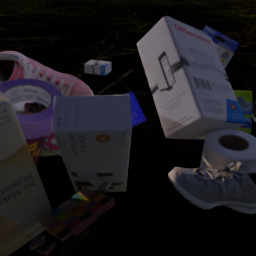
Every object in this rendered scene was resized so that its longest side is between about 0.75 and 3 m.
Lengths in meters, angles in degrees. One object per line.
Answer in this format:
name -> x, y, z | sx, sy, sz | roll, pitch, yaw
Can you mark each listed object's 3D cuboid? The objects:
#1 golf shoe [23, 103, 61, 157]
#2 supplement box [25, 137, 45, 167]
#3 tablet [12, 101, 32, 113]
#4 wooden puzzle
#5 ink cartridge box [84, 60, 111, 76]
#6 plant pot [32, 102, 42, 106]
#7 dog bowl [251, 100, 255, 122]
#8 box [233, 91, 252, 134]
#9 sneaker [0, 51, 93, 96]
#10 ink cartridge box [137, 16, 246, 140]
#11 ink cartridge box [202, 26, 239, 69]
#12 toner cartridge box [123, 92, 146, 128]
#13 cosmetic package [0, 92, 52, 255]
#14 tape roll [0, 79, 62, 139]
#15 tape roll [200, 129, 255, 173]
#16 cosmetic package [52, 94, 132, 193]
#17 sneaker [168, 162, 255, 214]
golf shoe -> -1.944, 0.345, 7.392 | 2.539, 1.169, 0.922 | 33, 18, 28
supplement box -> -2.459, 0.688, 6.025 | 0.632, 1.475, 0.814 | 39, 32, 18
tablet -> -3.921, -1.027, 10.026 | 2.001, 0.137, 1.302 | 31, 28, 34
wooden puzzle -> -0.910, 1.472, 4.841 | 1.766, 0.124, 1.047 | -33, 18, -31
ink cartridge box -> -1.419, -2.852, 13.205 | 1.070, 0.451, 0.774 | 10, 32, 17
plant pot -> -2.610, -0.768, 9.168 | 0.897, 0.955, 0.955 | 25, 27, -16
dog bowl -> 4.441, -0.534, 8.700 | 1.214, 0.356, 1.214 | -5, 68, 13
box -> 3.203, -0.429, 8.401 | 0.912, 0.356, 1.495 | 4, 63, 18
sneaker -> -2.426, -1.189, 7.722 | 2.952, 1.111, 1.543 | 27, 12, -7
ink cartridge box -> 1.669, -1.235, 7.533 | 2.113, 1.220, 2.895 | 4, 62, -41
ink cartridge box -> 2.778, -2.331, 10.185 | 1.376, 2.306, 0.484 | 29, 24, 3
toner cartridge box -> -0.589, -0.289, 8.313 | 2.153, 1.022, 0.465 | -21, -8, -32
cosmetic package -> -2.301, 0.838, 4.563 | 1.461, 2.777, 0.987 | -32, 44, -29
tape roll -> -2.044, -0.421, 5.687 | 1.401, 0.460, 1.401 | 9, 42, -8
tape roll -> 2.448, 0.726, 6.727 | 1.324, 0.909, 1.324 | 0, 30, 0
cosmetic package -> -0.571, 0.493, 5.289 | 1.172, 2.840, 0.719 | -4, 60, -4
sneaker -> 1.810, 0.995, 5.480 | 2.318, 0.951, 0.866 | 14, 23, -28
